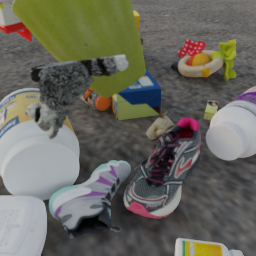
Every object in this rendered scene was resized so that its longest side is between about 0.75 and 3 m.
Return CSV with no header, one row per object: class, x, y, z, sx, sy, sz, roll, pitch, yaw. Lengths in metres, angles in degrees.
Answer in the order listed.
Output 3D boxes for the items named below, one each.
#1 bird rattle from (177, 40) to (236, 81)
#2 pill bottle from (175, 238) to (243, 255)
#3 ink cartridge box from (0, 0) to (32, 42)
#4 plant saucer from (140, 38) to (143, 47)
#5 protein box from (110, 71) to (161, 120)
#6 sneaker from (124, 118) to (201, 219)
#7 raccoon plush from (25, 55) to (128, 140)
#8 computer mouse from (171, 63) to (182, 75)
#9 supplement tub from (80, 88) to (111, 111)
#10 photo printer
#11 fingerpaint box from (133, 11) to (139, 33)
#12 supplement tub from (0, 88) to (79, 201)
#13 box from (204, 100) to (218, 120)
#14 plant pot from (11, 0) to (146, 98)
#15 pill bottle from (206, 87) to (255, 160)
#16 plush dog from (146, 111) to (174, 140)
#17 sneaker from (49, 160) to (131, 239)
bird rattle,3.070,-2.898,11.718,2.802,1.578,2.284,27,52,37
pill bottle,1.338,2.232,4.703,1.065,0.601,0.601,4,34,7
ink cartridge box,-3.192,-3.269,7.084,1.236,2.127,0.715,36,52,28
plant saucer,-0.069,-3.755,13.276,1.773,0.284,1.773,-19,-1,0
protein box,0.168,-1.132,9.387,1.470,0.999,1.480,-8,34,-11
sneaker,0.826,0.801,6.399,1.194,1.106,2.962,16,38,23
raccoon plush,-0.767,-0.436,4.199,1.617,1.084,0.782,-4,18,13
computer mouse,2.305,-2.671,12.360,0.728,0.277,1.051,-17,37,-22
supplement tub,-1.134,-1.068,9.553,0.711,0.711,1.160,-24,40,-32
photo printer,-2.533,1.982,4.964,2.062,0.716,1.715,0,33,-2
fingerpaint box,-1.016,-3.525,11.727,2.881,2.403,1.057,-3,34,-7
supplement tub,-2.148,0.297,6.545,1.766,1.766,2.441,-13,35,-18
box,2.756,-0.595,9.281,0.355,0.237,0.944,11,36,16
plant pot,-0.746,-2.105,6.355,2.459,2.628,2.459,-30,18,10
pill bottle,3.170,-0.123,7.512,1.401,1.401,2.492,28,44,36
plush dog,1.140,0.056,7.990,0.831,0.777,0.968,45,50,17
sneaker,-0.468,1.536,5.710,1.959,0.762,1.370,-30,45,-24
